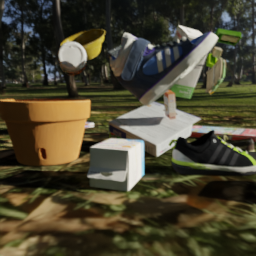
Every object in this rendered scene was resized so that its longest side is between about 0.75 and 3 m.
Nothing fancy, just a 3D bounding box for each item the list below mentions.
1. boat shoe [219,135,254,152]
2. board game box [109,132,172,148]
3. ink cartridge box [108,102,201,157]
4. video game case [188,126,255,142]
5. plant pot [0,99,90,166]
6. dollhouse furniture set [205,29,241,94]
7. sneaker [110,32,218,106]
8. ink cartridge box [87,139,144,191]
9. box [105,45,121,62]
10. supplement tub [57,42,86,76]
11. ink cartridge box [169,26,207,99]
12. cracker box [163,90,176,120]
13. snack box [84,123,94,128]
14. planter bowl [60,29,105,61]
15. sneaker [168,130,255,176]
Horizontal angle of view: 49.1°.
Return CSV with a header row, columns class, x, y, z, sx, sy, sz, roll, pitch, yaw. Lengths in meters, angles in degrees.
class,x,y,z,sx,sy,sz,roll,pitch,yaw
boat shoe,2.909,0.493,8.494,1.735,0.562,0.635,4,8,30
board game box,0.488,0.350,9.854,2.122,0.505,1.078,1,7,8
ink cartridge box,0.861,-0.065,9.192,2.197,0.476,2.157,-25,36,-35
video game case,3.982,0.221,11.859,2.964,0.259,2.119,4,8,29
plant pot,-2.198,0.048,7.677,2.365,1.656,2.365,-1,7,0
dollhouse furniture set,2.712,-1.836,7.910,0.710,1.839,0.919,10,-18,-5
sneaker,0.806,-2.171,7.759,2.782,2.037,1.121,-42,-5,6
ink cartridge box,-0.223,0.723,5.724,0.823,0.802,1.281,2,7,17
box,-0.025,-2.214,8.891,0.905,0.293,1.148,40,48,9
supplement tub,-1.816,-2.195,9.136,0.895,0.895,1.461,-1,2,-8
ink cartridge box,2.341,-2.773,11.806,1.050,2.499,1.818,9,31,-11
cracker box,1.313,-0.732,8.864,0.238,0.825,0.553,-9,19,-5
snack box,-2.797,-0.183,15.073,1.973,0.240,0.709,5,9,37
planter bowl,-1.664,-3.139,10.957,1.826,0.760,1.826,-12,35,9
sneaker,2.119,0.541,6.475,2.352,0.974,0.843,-1,7,-7
